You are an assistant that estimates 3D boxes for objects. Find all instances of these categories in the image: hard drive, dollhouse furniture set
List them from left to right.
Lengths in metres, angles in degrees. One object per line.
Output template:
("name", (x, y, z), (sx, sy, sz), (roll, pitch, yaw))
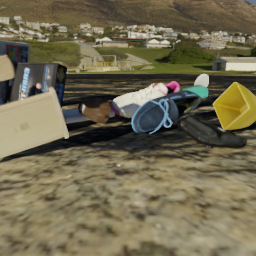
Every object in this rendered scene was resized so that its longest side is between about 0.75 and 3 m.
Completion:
("dollhouse furniture set", (-2.416, -0.732, 5.942), (1.463, 2.117, 2.243), (-20, 30, -17))
("hard drive", (-1.532, -0.463, 9.468), (1.794, 0.239, 1.183), (-11, 17, -36))

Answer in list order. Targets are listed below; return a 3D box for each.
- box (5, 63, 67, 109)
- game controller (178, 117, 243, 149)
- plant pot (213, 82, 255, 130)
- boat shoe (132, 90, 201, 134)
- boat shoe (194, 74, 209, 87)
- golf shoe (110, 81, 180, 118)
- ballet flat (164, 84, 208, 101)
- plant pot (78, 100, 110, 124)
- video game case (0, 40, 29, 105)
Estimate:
("box", (-2.585, -0.848, 7.624), (1.785, 1.798, 0.447), (7, -1, 26))
("game controller", (1.971, 0.114, 6.951), (1.062, 0.429, 2.036), (13, 12, -9))
("plant pot", (2.841, -0.485, 7.049), (0.776, 0.880, 0.879), (9, 50, -25))
("boat shoe", (1.034, -0.528, 7.298), (2.099, 0.883, 0.720), (-34, 24, -24))
("boat shoe", (3.116, -1.817, 12.163), (0.536, 1.486, 0.527), (22, 51, 6))
("golf shoe", (0.623, -1.037, 9.315), (2.520, 1.153, 0.949), (-11, 53, -27))
("ballet flat", (1.978, -1.274, 11.469), (2.626, 0.893, 0.898), (0, -10, -13))
("plant pot", (-1.052, -0.536, 8.288), (0.778, 0.728, 0.728), (9, 4, -43))
("video game case", (-3.567, -1.276, 8.115), (0.277, 2.410, 2.196), (8, 14, 10))
